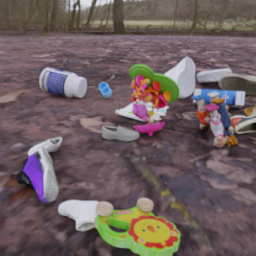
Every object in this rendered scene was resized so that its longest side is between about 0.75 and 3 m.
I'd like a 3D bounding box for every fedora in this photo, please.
[{"bbox_3d":[4.944,-0.663,9.536,1.765,0.720,1.765,1,23,0],"label":"fedora"}]

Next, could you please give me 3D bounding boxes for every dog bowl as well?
[{"bbox_3d":[-0.970,-1.604,11.712,0.424,0.189,0.761,-32,59,4],"label":"dog bowl"}]

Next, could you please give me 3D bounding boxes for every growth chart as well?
[{"bbox_3d":[0.640,-0.730,10.397,1.721,0.211,2.378,11,25,22],"label":"growth chart"}]

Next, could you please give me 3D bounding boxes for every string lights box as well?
[{"bbox_3d":[3.355,-1.099,10.515,1.746,0.515,0.897,5,0,11],"label":"string lights box"}]

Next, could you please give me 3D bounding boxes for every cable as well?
[{"bbox_3d":[4.249,-2.564,13.896,1.661,0.575,1.661,-15,13,-40],"label":"cable"}]

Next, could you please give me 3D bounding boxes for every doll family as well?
[{"bbox_3d":[2.559,-0.210,7.746,0.969,1.334,2.149,-18,17,5],"label":"doll family"}]

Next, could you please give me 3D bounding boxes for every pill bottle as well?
[{"bbox_3d":[-2.746,-1.883,11.955,1.806,1.045,1.045,15,26,15],"label":"pill bottle"}]

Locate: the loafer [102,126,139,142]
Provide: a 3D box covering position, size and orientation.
[{"bbox_3d":[-0.229,0.138,7.982,1.091,0.381,0.381,3,32,9],"label":"loafer"}]

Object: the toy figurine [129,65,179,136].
[{"bbox_3d":[0.584,-0.683,8.371,1.404,1.870,1.721,-18,43,41],"label":"toy figurine"}]

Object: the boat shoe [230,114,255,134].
[{"bbox_3d":[3.800,-0.107,8.411,1.587,0.565,0.496,-4,35,-12],"label":"boat shoe"}]

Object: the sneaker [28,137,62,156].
[{"bbox_3d":[-2.089,0.481,7.056,0.356,0.375,0.932,53,41,5],"label":"sneaker"}]

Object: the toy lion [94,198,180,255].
[{"bbox_3d":[0.153,1.549,4.245,1.158,0.397,1.110,1,19,-22],"label":"toy lion"}]

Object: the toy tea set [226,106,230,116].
[{"bbox_3d":[3.310,-0.592,9.850,0.547,0.341,0.920,2,22,4],"label":"toy tea set"}]

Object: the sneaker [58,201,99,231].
[{"bbox_3d":[-0.885,1.511,4.784,0.823,0.303,0.475,-8,34,17],"label":"sneaker"}]

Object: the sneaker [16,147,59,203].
[{"bbox_3d":[-1.896,1.059,5.723,0.728,0.509,1.463,-25,37,-5],"label":"sneaker"}]

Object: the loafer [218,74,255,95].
[{"bbox_3d":[5.064,-1.896,12.327,2.343,0.886,0.800,9,24,-5],"label":"loafer"}]

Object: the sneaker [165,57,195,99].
[{"bbox_3d":[2.083,-1.883,12.252,1.504,0.959,2.603,-34,22,41],"label":"sneaker"}]
